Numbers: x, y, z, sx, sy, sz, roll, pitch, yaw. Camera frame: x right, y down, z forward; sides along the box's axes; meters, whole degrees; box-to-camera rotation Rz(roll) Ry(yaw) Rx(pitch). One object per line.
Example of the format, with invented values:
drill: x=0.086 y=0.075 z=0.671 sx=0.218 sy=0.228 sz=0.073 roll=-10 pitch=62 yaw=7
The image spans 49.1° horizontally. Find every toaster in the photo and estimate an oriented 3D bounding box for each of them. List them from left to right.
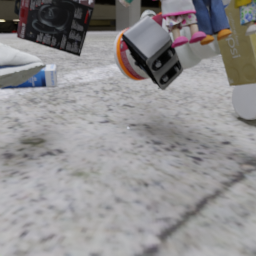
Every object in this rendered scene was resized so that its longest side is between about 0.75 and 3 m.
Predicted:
toaster: x=0.391 y=-1.225 z=4.595 sx=0.578 sy=0.881 sz=0.974 roll=-38 pitch=56 yaw=3

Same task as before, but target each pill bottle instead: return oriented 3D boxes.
pill bottle: x=1.014 y=-2.157 z=7.150 sx=1.503 sy=1.503 sz=2.743 roll=-22 pitch=12 yaw=-42
pill bottle: x=4.806 y=-1.066 z=8.991 sx=2.662 sy=1.509 sz=1.509 roll=-9 pitch=25 yaw=-22

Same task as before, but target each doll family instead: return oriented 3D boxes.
doll family: x=1.275 y=-1.891 z=3.818 sx=2.114 sy=1.312 sz=0.952 roll=-12 pitch=3 yaw=5

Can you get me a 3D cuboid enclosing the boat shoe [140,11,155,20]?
boat shoe: x=0.546 y=-2.707 z=8.858 sx=0.648 sy=1.834 sz=0.584 roll=-5 pitch=51 yaw=-11

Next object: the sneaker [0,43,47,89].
sneaker: x=-2.851 y=-1.595 z=6.739 sx=0.953 sy=1.004 sz=2.494 roll=-37 pitch=6 yaw=14

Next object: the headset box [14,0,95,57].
headset box: x=-1.622 y=-2.364 z=5.994 sx=1.558 sy=1.160 sz=0.602 roll=14 pitch=38 yaw=-15

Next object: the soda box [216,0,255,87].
soda box: x=2.258 y=-2.276 z=5.460 sx=0.895 sy=2.796 sz=0.947 roll=-21 pitch=10 yaw=-16

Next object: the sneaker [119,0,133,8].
sneaker: x=0.075 y=-4.671 z=9.548 sx=0.601 sy=0.673 sz=1.684 roll=37 pitch=32 yaw=-26

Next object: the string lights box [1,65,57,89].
string lights box: x=-4.735 y=-2.406 z=13.032 sx=2.720 sy=0.802 sz=1.398 roll=-4 pitch=23 yaw=-9
